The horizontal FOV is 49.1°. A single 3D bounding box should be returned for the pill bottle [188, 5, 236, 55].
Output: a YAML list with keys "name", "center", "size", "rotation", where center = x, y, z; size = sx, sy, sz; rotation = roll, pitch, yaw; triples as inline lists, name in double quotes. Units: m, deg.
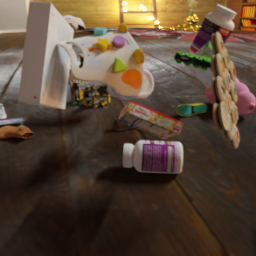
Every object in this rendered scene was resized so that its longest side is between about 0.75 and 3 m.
- name: "pill bottle"
  center: [3.694, -4.047, 12.236]
  size: [1.299, 2.309, 1.299]
  rotation: [17, 32, -11]

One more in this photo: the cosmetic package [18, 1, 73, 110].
- name: "cosmetic package"
  center: [-2.248, -1.880, 7.940]
  size: [0.665, 2.576, 1.942]
  rotation: [6, 0, 4]

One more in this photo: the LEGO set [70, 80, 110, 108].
- name: "LEGO set"
  center: [-1.895, -1.863, 13.951]
  size: [2.089, 1.210, 1.606]
  rotation: [21, 32, 37]

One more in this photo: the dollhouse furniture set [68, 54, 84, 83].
- name: "dollhouse furniture set"
  center: [-3.695, -3.797, 17.746]
  size: [2.240, 1.457, 2.057]
  rotation: [-11, 27, -23]

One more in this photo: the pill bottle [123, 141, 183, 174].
- name: "pill bottle"
  center: [0.724, 0.869, 8.474]
  size: [1.731, 0.972, 0.972]
  rotation: [2, 25, 2]

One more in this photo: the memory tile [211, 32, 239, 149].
- name: "memory tile"
  center: [2.165, -0.802, 6.178]
  size: [0.192, 2.287, 1.753]
  rotation: [-8, -26, 31]

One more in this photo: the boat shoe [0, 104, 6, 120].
- name: "boat shoe"
  center: [-6.063, -0.911, 12.481]
  size: [0.860, 0.748, 2.333]
  rotation: [-15, 29, -28]

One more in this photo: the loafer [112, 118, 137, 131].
- name: "loafer"
  center: [0.084, -0.259, 11.361]
  size: [1.501, 0.533, 0.548]
  rotation: [-14, 29, -26]

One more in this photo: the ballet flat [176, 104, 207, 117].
- name: "ballet flat"
  center: [2.792, -0.817, 12.691]
  size: [1.632, 0.545, 0.547]
  rotation: [-7, 5, -20]

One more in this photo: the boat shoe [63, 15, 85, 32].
- name: "boat shoe"
  center: [-2.693, -4.861, 13.366]
  size: [0.678, 0.619, 1.883]
  rotation: [-38, -3, 26]

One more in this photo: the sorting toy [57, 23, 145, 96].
- name: "sorting toy"
  center: [-0.805, -1.977, 7.739]
  size: [2.012, 1.194, 2.235]
  rotation: [-14, 61, -30]

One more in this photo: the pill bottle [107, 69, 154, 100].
- name: "pill bottle"
  center: [-0.005, -1.401, 9.253]
  size: [0.945, 0.945, 1.737]
  rotation: [-15, 10, -29]

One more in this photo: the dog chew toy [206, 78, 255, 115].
- name: "dog chew toy"
  center: [4.760, -1.466, 12.873]
  size: [1.627, 1.627, 2.612]
  rotation: [-9, 34, -18]

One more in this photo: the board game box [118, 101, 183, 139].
- name: "board game box"
  center: [0.524, -0.158, 7.122]
  size: [1.408, 0.326, 1.067]
  rotation: [22, -14, -9]

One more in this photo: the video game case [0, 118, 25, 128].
- name: "video game case"
  center: [-5.027, -0.162, 11.235]
  size: [1.577, 0.150, 1.126]
  rotation: [-9, 13, -9]

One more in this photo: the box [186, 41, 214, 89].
- name: "box"
  center: [3.430, -2.648, 11.880]
  size: [1.470, 1.297, 0.711]
  rotation: [40, 40, -13]

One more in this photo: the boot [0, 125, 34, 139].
- name: "boot"
  center: [-4.225, 0.220, 10.471]
  size: [0.913, 0.435, 1.180]
  rotation: [22, 33, 39]

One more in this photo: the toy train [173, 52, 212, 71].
- name: "toy train"
  center: [2.669, -2.359, 10.068]
  size: [2.141, 0.447, 0.604]
  rotation: [14, 33, -1]
